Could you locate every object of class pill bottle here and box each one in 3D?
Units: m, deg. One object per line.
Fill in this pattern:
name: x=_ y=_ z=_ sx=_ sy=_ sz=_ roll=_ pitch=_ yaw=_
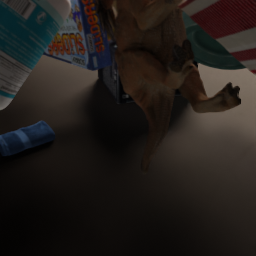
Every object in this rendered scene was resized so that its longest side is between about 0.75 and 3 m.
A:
pill bottle: x=-1.964 y=-1.162 z=3.925 sx=1.323 sy=2.387 sz=1.323 roll=35 pitch=0 yaw=0

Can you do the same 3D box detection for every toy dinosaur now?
toy dinosaur: x=0.199 y=-1.052 z=3.374 sx=1.257 sy=2.929 sz=1.985 roll=-6 pitch=9 yaw=-39

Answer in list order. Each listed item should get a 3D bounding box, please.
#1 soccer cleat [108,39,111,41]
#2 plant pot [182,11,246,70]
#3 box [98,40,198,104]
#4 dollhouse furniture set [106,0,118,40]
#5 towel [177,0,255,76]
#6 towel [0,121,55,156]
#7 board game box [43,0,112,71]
soccer cleat: x=-1.131 y=-2.551 z=8.180 sx=1.540 sy=0.525 sz=0.564 roll=-24 pitch=-2 yaw=-18
plant pot: x=1.947 y=-2.256 z=5.376 sx=2.676 sy=1.793 sz=2.676 roll=20 pitch=-9 yaw=3
box: x=0.500 y=-2.104 z=9.246 sx=2.582 sy=1.541 sz=2.625 roll=-9 pitch=30 yaw=-16
dollhouse furniture set: x=0.025 y=-3.645 z=7.512 sx=2.822 sy=1.841 sz=2.664 roll=-27 pitch=79 yaw=-18
towel: x=1.164 y=-0.750 z=2.374 sx=1.420 sy=0.162 sz=1.023 roll=34 pitch=-1 yaw=-16
towel: x=-2.343 y=0.226 z=6.398 sx=1.228 sy=0.298 sz=0.686 roll=-20 pitch=36 yaw=-32
board game box: x=-1.442 y=-2.475 z=6.210 sx=0.497 sy=1.951 sz=2.883 roll=-24 pitch=31 yaw=-27
